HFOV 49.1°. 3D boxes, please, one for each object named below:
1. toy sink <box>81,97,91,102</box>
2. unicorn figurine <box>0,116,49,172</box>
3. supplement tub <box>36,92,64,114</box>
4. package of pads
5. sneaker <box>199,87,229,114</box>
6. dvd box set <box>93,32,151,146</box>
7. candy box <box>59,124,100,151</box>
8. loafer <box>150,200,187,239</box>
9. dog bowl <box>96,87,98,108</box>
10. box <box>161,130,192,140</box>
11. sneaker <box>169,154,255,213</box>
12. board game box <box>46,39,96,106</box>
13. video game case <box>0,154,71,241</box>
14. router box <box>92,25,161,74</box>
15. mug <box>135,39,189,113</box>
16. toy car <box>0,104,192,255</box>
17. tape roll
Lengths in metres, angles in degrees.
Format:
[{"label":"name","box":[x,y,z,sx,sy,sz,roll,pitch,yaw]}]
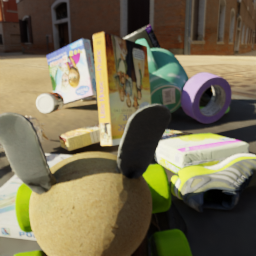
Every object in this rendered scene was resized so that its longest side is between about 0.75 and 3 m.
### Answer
[{"label":"toy sink","box":[-2.051,-1.663,13.677,0.504,0.587,0.900,-3,18,-11]},{"label":"unicorn figurine","box":[-2.906,0.307,6.724,2.806,1.036,1.928,12,31,-36]},{"label":"supplement tub","box":[-2.060,-0.683,7.524,0.521,0.521,0.850,2,11,6]},{"label":"package of pads","box":[1.647,0.574,6.559,1.778,0.606,1.373,-6,10,-20]},{"label":"sneaker","box":[3.064,-1.265,11.670,0.980,1.070,2.553,-16,25,-42]},{"label":"dvd box set","box":[-0.055,-0.888,6.919,0.370,2.520,1.843,-3,0,36]},{"label":"candy box","box":[-1.123,0.222,7.623,1.336,0.369,0.771,-17,13,-26]},{"label":"loafer","box":[0.443,1.346,4.712,0.626,0.641,1.756,-34,22,3]},{"label":"dog bowl","box":[-0.261,-1.292,8.928,0.759,2.060,2.060,8,20,18]},{"label":"box","box":[1.170,0.297,8.261,1.257,0.237,0.858,8,20,24]},{"label":"sneaker","box":[1.885,1.097,5.241,2.119,0.783,0.857,-13,29,-15]},{"label":"board game box","box":[-2.293,-2.175,11.417,2.210,2.205,0.455,-11,-1,36]},{"label":"video game case","box":[-1.208,1.179,5.358,2.315,0.279,2.539,3,21,9]},{"label":"router box","box":[0.029,-2.520,11.565,2.988,2.228,0.763,-17,24,30]},{"label":"mug","box":[0.945,-1.631,10.412,2.770,2.276,1.713,20,35,-32]},{"label":"toy car","box":[-0.379,0.681,2.922,2.018,2.457,1.938,-7,45,-6]},{"label":"tape roll","box":[2.769,-1.053,9.942,1.689,1.689,0.718,-7,25,-22]}]
